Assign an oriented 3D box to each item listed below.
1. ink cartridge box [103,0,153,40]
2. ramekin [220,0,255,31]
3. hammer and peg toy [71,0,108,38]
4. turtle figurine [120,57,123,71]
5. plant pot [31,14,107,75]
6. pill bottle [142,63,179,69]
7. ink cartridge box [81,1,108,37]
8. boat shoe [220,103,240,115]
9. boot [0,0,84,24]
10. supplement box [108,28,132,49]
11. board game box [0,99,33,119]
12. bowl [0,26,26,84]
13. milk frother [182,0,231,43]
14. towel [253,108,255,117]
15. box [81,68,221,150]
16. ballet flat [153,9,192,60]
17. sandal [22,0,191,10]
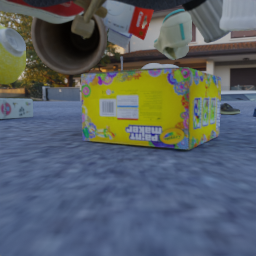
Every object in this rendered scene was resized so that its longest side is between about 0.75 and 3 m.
[{"bbox_3d":[-0.026,-3.319,8.318,1.367,1.095,0.323,30,45,10],"label":"ink cartridge box"},{"bbox_3d":[2.388,-2.129,4.304,1.904,0.928,1.904,-9,22,4],"label":"ramekin"},{"bbox_3d":[-0.347,-2.426,4.627,0.652,1.850,1.361,16,-21,-32],"label":"hammer and peg toy"},{"bbox_3d":[0.368,-1.474,10.653,2.489,1.847,2.567,24,54,39],"label":"turtle figurine"},{"bbox_3d":[-1.581,-2.790,8.496,2.106,2.106,1.836,1,20,6],"label":"plant pot"},{"bbox_3d":[1.365,-1.140,8.772,1.501,1.501,2.510,5,-3,37],"label":"pill bottle"},{"bbox_3d":[-1.420,-4.041,9.739,1.597,0.894,2.341,-11,-27,-31],"label":"ink cartridge box"},{"bbox_3d":[4.354,-0.878,12.633,0.548,0.504,1.532,-4,7,-28],"label":"boat shoe"},{"bbox_3d":[-0.994,-2.611,4.814,1.796,0.901,2.489,-17,9,28],"label":"boot"},{"bbox_3d":[-0.214,-3.622,10.362,0.819,0.802,1.585,24,-1,-6],"label":"supplement box"},{"bbox_3d":[-4.914,-0.706,10.104,1.719,0.749,2.330,2,5,24],"label":"board game box"},{"bbox_3d":[-2.609,-1.676,5.888,0.722,1.341,1.341,-25,-4,23],"label":"bowl"},{"bbox_3d":[2.219,-3.202,6.717,1.663,1.733,1.843,-39,24,12],"label":"milk frother"},{"bbox_3d":[5.685,-0.610,10.993,1.415,0.344,0.790,3,6,25],"label":"towel"},{"bbox_3d":[0.502,-0.393,5.194,1.971,1.202,1.898,3,7,31],"label":"box"},{"bbox_3d":[1.188,-2.203,7.257,0.948,0.948,2.729,1,8,6],"label":"ballet flat"},{"bbox_3d":[-0.246,-1.956,3.304,2.435,0.926,0.521,5,48,10],"label":"sandal"}]
